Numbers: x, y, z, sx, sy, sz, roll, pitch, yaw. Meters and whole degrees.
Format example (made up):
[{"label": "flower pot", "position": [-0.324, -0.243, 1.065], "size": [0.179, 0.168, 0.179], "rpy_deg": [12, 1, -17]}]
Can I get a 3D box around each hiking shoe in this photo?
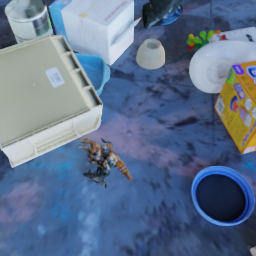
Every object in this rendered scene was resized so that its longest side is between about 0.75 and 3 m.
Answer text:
[{"label": "hiking shoe", "position": [1.214, -3.813, 8.666], "size": [1.122, 2.588, 0.963], "rpy_deg": [-12, 101, -9]}]

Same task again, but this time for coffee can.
[{"label": "coffee can", "position": [-2.877, -2.933, 8.477], "size": [1.137, 1.554, 1.137], "rpy_deg": [0, 56, 0]}]

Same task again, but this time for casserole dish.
[{"label": "casserole dish", "position": [-1.867, -1.420, 8.086], "size": [2.720, 0.528, 1.648], "rpy_deg": [1, 56, 0]}]

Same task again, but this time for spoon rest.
[{"label": "spoon rest", "position": [3.078, -1.778, 7.415], "size": [2.878, 1.430, 0.872], "rpy_deg": [-13, 27, 18]}]

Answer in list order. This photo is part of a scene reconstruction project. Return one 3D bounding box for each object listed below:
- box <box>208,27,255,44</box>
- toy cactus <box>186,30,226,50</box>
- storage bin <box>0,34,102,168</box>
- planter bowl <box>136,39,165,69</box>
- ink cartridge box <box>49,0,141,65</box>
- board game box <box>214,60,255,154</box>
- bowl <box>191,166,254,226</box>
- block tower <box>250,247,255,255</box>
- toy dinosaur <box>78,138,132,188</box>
[{"label": "box", "position": [3.450, -2.621, 8.914], "size": [1.621, 0.488, 0.946], "rpy_deg": [-14, 57, -9]}, {"label": "toy cactus", "position": [2.340, -2.371, 8.321], "size": [1.280, 1.056, 0.655], "rpy_deg": [7, 55, 36]}, {"label": "storage bin", "position": [-2.262, -0.793, 6.993], "size": [2.484, 1.173, 2.502], "rpy_deg": [-25, 71, -17]}, {"label": "planter bowl", "position": [0.720, -2.357, 8.665], "size": [0.911, 0.613, 0.911], "rpy_deg": [0, 56, -1]}, {"label": "ink cartridge box", "position": [-0.918, -3.169, 8.687], "size": [2.339, 1.465, 1.503], "rpy_deg": [26, 60, 17]}, {"label": "board game box", "position": [3.355, -0.570, 6.856], "size": [1.585, 1.586, 1.585], "rpy_deg": [-13, 57, -9]}, {"label": "bowl", "position": [2.081, 1.510, 6.257], "size": [1.352, 0.265, 1.352], "rpy_deg": [0, 56, 0]}, {"label": "block tower", "position": [3.917, 2.251, 5.450], "size": [2.777, 0.803, 0.750], "rpy_deg": [-14, 57, -8]}, {"label": "toy dinosaur", "position": [-0.531, 0.795, 6.358], "size": [1.417, 0.724, 0.962], "rpy_deg": [29, 75, 7]}]
